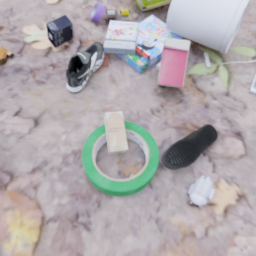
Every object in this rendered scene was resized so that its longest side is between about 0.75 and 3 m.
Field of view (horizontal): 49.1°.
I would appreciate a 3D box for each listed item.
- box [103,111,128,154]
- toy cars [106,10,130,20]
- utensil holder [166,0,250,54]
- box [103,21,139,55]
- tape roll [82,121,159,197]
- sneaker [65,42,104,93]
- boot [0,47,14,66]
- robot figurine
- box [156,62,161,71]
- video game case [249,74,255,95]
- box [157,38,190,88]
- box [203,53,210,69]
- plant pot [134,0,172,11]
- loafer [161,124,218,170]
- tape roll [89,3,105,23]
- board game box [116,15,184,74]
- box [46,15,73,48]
[{"bbox_3d":[-0.404,0.151,8.939,0.599,0.491,1.262,-7,78,-12],"label":"box"},{"bbox_3d":[-0.459,-5.048,12.503,0.757,0.374,1.688,-24,32,-39],"label":"toy cars"},{"bbox_3d":[3.045,-4.335,10.903,2.548,2.165,2.165,25,63,14],"label":"utensil holder"},{"bbox_3d":[-0.254,-3.704,11.453,1.241,0.328,1.591,6,58,6],"label":"box"},{"bbox_3d":[-0.246,0.957,9.105,2.451,0.589,2.451,1,61,-1],"label":"tape roll"},{"bbox_3d":[-1.647,-2.575,10.785,0.823,1.120,2.476,23,66,13],"label":"sneaker"},{"bbox_3d":[-5.270,-2.973,11.551,0.687,0.339,0.885,32,65,17],"label":"boot"},{"bbox_3d":[2.243,1.950,8.562,0.828,0.552,0.977,2,50,48],"label":"robot figurine"},{"bbox_3d":[1.718,-2.816,11.490,0.303,0.283,1.463,39,67,20],"label":"box"},{"bbox_3d":[5.557,-1.705,10.915,1.301,0.167,1.431,23,62,12],"label":"video game case"},{"bbox_3d":[1.647,-2.343,10.307,0.896,1.051,1.645,7,98,2],"label":"box"},{"bbox_3d":[3.246,-2.765,11.539,0.161,0.150,0.777,-1,60,-1],"label":"box"},{"bbox_3d":[1.082,-6.692,12.214,2.424,2.412,2.200,-9,73,21],"label":"plant pot"},{"bbox_3d":[1.959,0.699,9.153,2.272,0.811,0.829,-27,83,-24],"label":"loafer"},{"bbox_3d":[-1.395,-5.167,12.555,0.331,0.779,0.779,20,53,-34],"label":"tape roll"},{"bbox_3d":[0.777,-3.594,11.837,2.542,0.465,1.923,-38,66,-21],"label":"board game box"},{"bbox_3d":[-2.848,-4.020,11.710,0.940,1.032,0.537,-34,80,-20],"label":"box"}]
